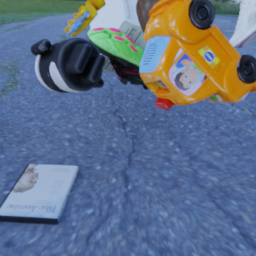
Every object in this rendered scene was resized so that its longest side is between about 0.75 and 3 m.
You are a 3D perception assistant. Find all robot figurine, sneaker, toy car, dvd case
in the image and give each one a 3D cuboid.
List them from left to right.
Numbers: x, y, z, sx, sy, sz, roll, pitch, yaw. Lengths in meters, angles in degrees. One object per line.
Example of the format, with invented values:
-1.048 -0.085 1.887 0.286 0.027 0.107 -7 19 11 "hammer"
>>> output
-2.109 1.507 6.759 1.404 0.173 1.967 2 28 3 "dvd case"
-1.389 -1.466 6.656 1.237 1.489 1.982 -33 25 -33 "robot figurine"
-0.041 -1.801 8.024 2.875 1.205 1.103 25 41 -38 "sneaker"
0.148 -0.944 3.782 0.986 1.454 2.964 -51 38 -5 "toy car"
2.714 -2.448 6.341 0.776 1.558 0.583 45 19 16 "sneaker"

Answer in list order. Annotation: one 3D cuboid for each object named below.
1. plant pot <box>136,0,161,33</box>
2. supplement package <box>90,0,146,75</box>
0.486 -1.675 4.426 0.732 0.732 0.783 0 55 1 "plant pot"
0.511 -3.137 9.375 2.919 2.199 2.215 8 60 -29 "supplement package"
